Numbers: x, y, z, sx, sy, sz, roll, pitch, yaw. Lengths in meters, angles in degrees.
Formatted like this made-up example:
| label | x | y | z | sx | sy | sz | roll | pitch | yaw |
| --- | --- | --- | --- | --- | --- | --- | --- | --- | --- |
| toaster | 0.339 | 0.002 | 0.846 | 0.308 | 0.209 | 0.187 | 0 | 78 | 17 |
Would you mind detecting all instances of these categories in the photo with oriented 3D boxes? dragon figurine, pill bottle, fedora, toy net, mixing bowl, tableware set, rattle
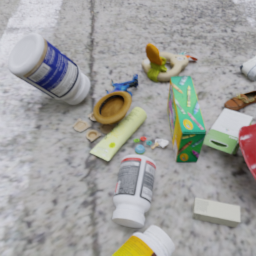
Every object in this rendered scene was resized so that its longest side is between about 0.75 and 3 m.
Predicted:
| label | x | y | z | sx | sy | sz | roll | pitch | yaw |
| --- | --- | --- | --- | --- | --- | --- | --- | --- | --- |
| dragon figurine | -0.262 | -1.435 | 11.557 | 1.173 | 0.694 | 2.359 | 4 | 46 | 22 |
| pill bottle | -2.865 | -2.080 | 10.666 | 1.678 | 2.900 | 1.678 | -14 | 62 | 28 |
| pill bottle | 0.140 | 3.553 | 7.057 | 2.237 | 1.222 | 1.222 | -37 | 58 | -27 |
| fedora | -0.516 | -0.656 | 10.519 | 1.612 | 0.657 | 1.612 | -13 | 48 | 14 |
| toy net | 0.839 | 0.600 | 10.291 | 1.266 | 0.244 | 0.664 | -7 | 42 | -9 |
| mixing bowl | 4.777 | 0.779 | 8.379 | 2.755 | 1.492 | 2.755 | 27 | 44 | -29 |
| pill bottle | 0.167 | 1.890 | 8.435 | 1.123 | 1.123 | 1.939 | 9 | 59 | 8 |
| tableware set | -1.335 | -0.065 | 10.883 | 1.243 | 0.173 | 1.488 | -36 | 57 | -27 |
| rattle | 1.997 | -3.435 | 12.692 | 2.792 | 1.994 | 1.818 | -21 | 38 | -11 |

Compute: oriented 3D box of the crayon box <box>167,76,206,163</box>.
| label | x | y | z | sx | sy | sz | roll | pitch | yaw |
| --- | --- | --- | --- | --- | --- | --- | --- | --- | --- |
| crayon box | 2.011 | -0.359 | 10.148 | 0.816 | 1.664 | 2.801 | -1 | 50 | 0 |

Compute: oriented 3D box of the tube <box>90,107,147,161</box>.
| label | x | y | z | sx | sy | sz | roll | pitch | yaw |
| --- | --- | --- | --- | --- | --- | --- | --- | --- | --- |
| tube | -0.260 | 0.209 | 10.361 | 0.653 | 0.730 | 2.515 | 46 | 63 | -3 |

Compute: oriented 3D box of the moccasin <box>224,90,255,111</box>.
| label | x | y | z | sx | sy | sz | roll | pitch | yaw |
| --- | --- | --- | --- | --- | --- | --- | --- | --- | --- |
| moccasin | 4.695 | -1.148 | 11.494 | 1.705 | 0.658 | 0.624 | -14 | 51 | -12 |

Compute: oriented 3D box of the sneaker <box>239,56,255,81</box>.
| label | x | y | z | sx | sy | sz | roll | pitch | yaw |
| --- | --- | --- | --- | --- | --- | --- | --- | --- | --- |
| sneaker | 6.420 | -3.209 | 13.026 | 2.839 | 1.037 | 1.005 | -28 | 58 | -21 |

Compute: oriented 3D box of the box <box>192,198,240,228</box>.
| label | x | y | z | sx | sy | sz | roll | pitch | yaw |
| --- | --- | --- | --- | --- | --- | --- | --- | --- | --- |
| box | 2.636 | 2.549 | 8.438 | 1.338 | 0.457 | 0.550 | 11 | 50 | 9 |

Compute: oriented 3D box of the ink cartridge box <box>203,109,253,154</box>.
| label | x | y | z | sx | sy | sz | roll | pitch | yaw |
| --- | --- | --- | --- | --- | --- | --- | --- | --- | --- |
| ink cartridge box | 3.602 | 0.262 | 10.219 | 1.096 | 0.626 | 2.111 | 23 | 52 | 29 |
